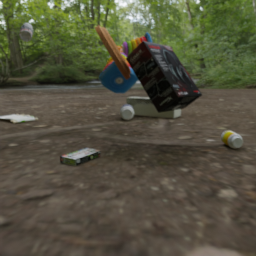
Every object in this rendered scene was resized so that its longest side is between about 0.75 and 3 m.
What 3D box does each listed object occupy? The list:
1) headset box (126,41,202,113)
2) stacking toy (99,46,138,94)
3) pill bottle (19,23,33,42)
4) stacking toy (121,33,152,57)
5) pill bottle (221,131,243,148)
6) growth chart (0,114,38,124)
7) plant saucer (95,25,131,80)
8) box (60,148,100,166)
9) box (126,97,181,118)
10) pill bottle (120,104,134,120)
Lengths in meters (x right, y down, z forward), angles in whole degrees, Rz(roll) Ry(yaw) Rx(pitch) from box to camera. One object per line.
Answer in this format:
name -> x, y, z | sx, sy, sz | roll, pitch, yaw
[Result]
headset box -> 1.014, -1.563, 8.171 | 0.812, 2.101, 1.564 | -38, -16, 35
stacking toy -> -0.410, -2.624, 11.416 | 1.332, 1.260, 2.296 | 27, 40, -31
pill bottle -> -4.183, -3.945, 11.515 | 0.499, 0.499, 0.862 | -2, 41, -12
stacking toy -> 0.087, -4.201, 14.963 | 2.258, 1.311, 1.239 | -9, -7, -10
pill bottle -> 3.108, 0.354, 8.361 | 0.428, 0.428, 0.783 | 0, 10, -2
growth chart -> -5.362, -0.471, 13.526 | 2.123, 0.188, 1.537 | 8, 13, 39
plant saucer -> -0.411, -2.321, 8.581 | 0.293, 1.818, 1.818 | -30, 8, 7
box -> -1.193, 0.718, 7.094 | 0.525, 0.166, 0.954 | 7, 12, 32
box -> 1.337, -1.119, 14.938 | 2.769, 0.947, 1.138 | 5, 12, 28
pill bottle -> -0.059, -0.764, 13.762 | 0.680, 0.680, 1.225 | 0, 11, -1
